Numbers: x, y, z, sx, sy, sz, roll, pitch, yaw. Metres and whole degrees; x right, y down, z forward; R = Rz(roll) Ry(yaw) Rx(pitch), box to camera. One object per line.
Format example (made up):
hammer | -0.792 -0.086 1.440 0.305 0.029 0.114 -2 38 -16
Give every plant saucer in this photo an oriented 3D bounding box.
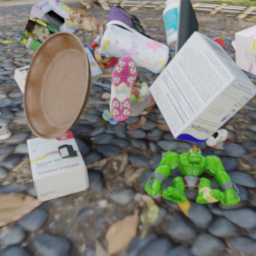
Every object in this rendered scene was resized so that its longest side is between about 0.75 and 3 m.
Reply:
plant saucer | -1.910 -1.120 7.737 2.942 2.942 0.538 30 13 39

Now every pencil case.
pencil case | 0.199 -2.668 9.583 2.352 0.978 1.067 15 65 -12

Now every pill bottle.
pill bottle | 2.198 -4.747 12.575 1.129 2.038 1.129 -8 -7 -1

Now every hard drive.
hard drive | 2.201 -3.032 10.374 0.438 2.661 1.857 3 -8 24

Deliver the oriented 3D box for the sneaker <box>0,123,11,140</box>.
sneaker | -5.330 0.195 10.745 1.444 0.664 0.547 -19 36 -27

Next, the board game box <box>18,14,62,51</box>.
board game box | -2.998 -3.049 9.410 1.044 0.234 1.993 20 -15 -27

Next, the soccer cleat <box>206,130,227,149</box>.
soccer cleat | 3.425 0.294 10.677 0.455 0.565 1.327 28 42 36

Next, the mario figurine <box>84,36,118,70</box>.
mario figurine | -1.694 -3.476 12.851 2.613 1.613 1.385 3 19 -17

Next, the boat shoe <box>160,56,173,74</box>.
boat shoe | 1.893 -2.184 12.702 0.868 2.883 1.028 18 68 10

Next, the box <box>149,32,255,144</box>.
box | 1.931 -1.040 7.725 1.151 2.193 2.017 12 42 -37

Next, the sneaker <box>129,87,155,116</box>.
sneaker | 0.131 -1.261 12.986 1.371 0.949 2.447 19 26 34

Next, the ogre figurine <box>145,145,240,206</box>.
ogre figurine | 1.870 1.436 8.368 2.580 1.266 1.547 -7 48 16

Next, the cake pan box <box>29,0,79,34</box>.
cake pan box | -2.782 -4.421 11.304 1.738 0.494 1.887 32 39 -8

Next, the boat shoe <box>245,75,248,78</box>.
boat shoe | 3.318 -1.892 9.570 1.692 0.721 0.625 48 5 2

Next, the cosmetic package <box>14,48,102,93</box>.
cosmetic package | -2.539 -1.962 10.469 2.945 1.216 0.746 -28 -3 -30

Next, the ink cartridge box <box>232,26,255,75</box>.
ink cartridge box | 4.160 -2.359 8.460 1.178 1.148 1.833 -21 32 -9

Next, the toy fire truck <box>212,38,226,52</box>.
toy fire truck | 3.583 -2.278 10.497 0.565 2.317 1.634 -17 5 17

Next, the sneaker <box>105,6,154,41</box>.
sneaker | 0.403 -3.992 11.679 1.117 2.950 1.292 -14 62 42

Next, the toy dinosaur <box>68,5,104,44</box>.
toy dinosaur | -1.483 -4.025 10.816 1.939 0.832 1.314 30 51 2

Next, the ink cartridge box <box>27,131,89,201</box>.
ink cartridge box | -2.301 1.139 9.033 1.553 0.882 2.131 -12 34 -19

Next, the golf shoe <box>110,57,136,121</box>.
golf shoe | -0.196 -0.988 7.108 0.606 1.609 0.736 11 -2 -12

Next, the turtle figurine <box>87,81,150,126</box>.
turtle figurine | -0.317 -1.150 9.862 1.844 1.369 1.902 -26 51 -22
